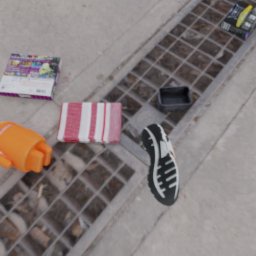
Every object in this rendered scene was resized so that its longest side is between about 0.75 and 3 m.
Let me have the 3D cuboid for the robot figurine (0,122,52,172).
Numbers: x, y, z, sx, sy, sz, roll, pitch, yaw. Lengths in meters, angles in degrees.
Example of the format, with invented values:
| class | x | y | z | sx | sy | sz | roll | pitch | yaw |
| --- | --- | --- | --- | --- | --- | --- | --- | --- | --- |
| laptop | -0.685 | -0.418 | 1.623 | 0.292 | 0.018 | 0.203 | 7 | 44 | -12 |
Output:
| class | x | y | z | sx | sy | sz | roll | pitch | yaw |
| --- | --- | --- | --- | --- | --- | --- | --- | --- | --- |
| robot figurine | -4.106 | 0.678 | 10.347 | 2.530 | 1.475 | 1.819 | 25 | 68 | 11 |

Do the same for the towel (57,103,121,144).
| class | x | y | z | sx | sy | sz | roll | pitch | yaw |
| --- | --- | --- | --- | --- | --- | --- | --- | --- | --- |
| towel | -1.567 | -0.251 | 11.455 | 2.547 | 0.290 | 1.834 | 1 | 64 | 1 |

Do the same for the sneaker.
| class | x | y | z | sx | sy | sz | roll | pitch | yaw |
| --- | --- | --- | --- | --- | --- | --- | --- | --- | --- |
| sneaker | 0.992 | 0.973 | 7.439 | 0.856 | 0.928 | 2.321 | -25 | 49 | 23 |

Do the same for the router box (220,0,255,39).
| class | x | y | z | sx | sy | sz | roll | pitch | yaw |
| --- | --- | --- | --- | --- | --- | --- | --- | --- | --- |
| router box | 5.611 | -5.354 | 13.797 | 1.398 | 0.464 | 1.778 | 32 | 68 | 14 |

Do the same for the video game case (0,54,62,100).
| class | x | y | z | sx | sy | sz | roll | pitch | yaw |
| --- | --- | --- | --- | --- | --- | --- | --- | --- | --- |
| video game case | -4.271 | -2.281 | 12.346 | 2.322 | 0.416 | 2.104 | 5 | 64 | 2 |

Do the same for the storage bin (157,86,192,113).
| class | x | y | z | sx | sy | sz | roll | pitch | yaw |
| --- | --- | --- | --- | --- | --- | --- | --- | --- | --- |
| storage bin | 1.920 | -1.195 | 11.725 | 1.316 | 0.617 | 0.890 | -3 | 64 | -2 |
